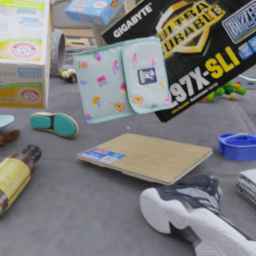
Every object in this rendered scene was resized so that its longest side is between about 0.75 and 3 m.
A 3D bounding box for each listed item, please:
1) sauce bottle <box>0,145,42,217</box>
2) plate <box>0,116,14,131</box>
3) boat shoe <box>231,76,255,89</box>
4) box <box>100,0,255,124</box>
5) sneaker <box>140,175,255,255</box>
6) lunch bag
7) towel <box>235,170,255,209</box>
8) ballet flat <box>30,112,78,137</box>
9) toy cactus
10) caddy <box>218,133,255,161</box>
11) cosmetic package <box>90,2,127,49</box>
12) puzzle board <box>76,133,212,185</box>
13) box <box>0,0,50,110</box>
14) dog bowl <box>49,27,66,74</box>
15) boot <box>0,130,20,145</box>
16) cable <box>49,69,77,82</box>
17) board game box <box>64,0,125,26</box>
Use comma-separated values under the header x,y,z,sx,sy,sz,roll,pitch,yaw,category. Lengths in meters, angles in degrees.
x,y,z,sx,sy,sz,roll,pitch,yaw,category
-2.191,0.906,5.312,0.644,0.644,1.990,2,19,4,sauce bottle
-4.227,0.155,7.227,2.506,0.320,2.506,-7,16,2,plate
5.548,-2.159,13.201,1.632,0.578,0.741,12,23,10,boat shoe
1.170,-1.681,5.278,2.689,2.147,0.664,-33,7,16,box
1.226,1.272,4.102,1.174,0.779,2.063,-20,27,-37,sneaker
-0.055,-0.702,4.257,1.308,1.114,0.797,-9,5,10,lunch bag
2.621,1.148,4.855,0.993,0.513,1.200,-4,20,-15,towel
-2.015,-0.147,8.052,1.849,0.642,0.642,13,25,30,ballet flat
3.493,-1.656,11.425,2.323,1.188,1.916,-6,11,7,toy cactus
2.675,0.390,6.685,1.051,0.552,0.743,-3,21,-7,caddy
-0.671,-3.780,8.713,1.232,2.384,1.040,-10,44,5,cosmetic package
0.342,0.618,6.220,2.446,0.213,1.843,9,21,38,puzzle board
-2.279,-1.591,5.732,1.301,1.172,2.313,1,51,-14,box
-2.494,-2.595,9.582,0.466,1.589,1.589,7,21,-4,dog bowl
-3.359,0.233,7.531,0.597,0.295,0.769,4,29,22,boot
-3.261,-2.897,14.793,1.359,0.704,2.797,-17,27,-37,cable
-0.561,-3.330,6.846,1.369,0.331,1.810,25,73,37,board game box
